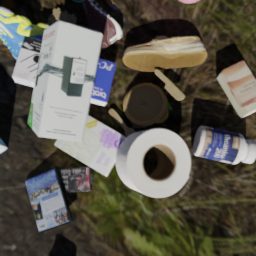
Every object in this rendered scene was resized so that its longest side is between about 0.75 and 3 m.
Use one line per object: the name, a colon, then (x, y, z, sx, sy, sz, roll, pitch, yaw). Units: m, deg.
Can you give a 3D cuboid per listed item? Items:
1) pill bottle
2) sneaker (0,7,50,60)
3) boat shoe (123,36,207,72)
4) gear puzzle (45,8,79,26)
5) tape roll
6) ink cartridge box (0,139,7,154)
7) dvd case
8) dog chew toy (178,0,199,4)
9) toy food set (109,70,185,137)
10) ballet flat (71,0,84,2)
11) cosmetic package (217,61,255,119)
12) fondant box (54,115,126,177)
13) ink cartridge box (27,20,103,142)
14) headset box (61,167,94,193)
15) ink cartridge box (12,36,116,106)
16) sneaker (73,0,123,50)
pill bottle: (2.970, 0.573, 8.637, 1.746, 0.969, 0.969, 12, 78, 2)
sneaker: (-3.903, -3.055, 9.414, 2.791, 1.057, 1.466, 16, 78, 2)
boat shoe: (1.181, -2.575, 9.403, 2.779, 1.025, 0.961, -3, 66, -5)
gear puzzle: (-2.158, -3.622, 9.790, 1.557, 0.204, 0.807, 29, 89, 22)
tape roll: (0.676, 0.989, 8.134, 1.896, 1.302, 1.896, 1, 86, -17)
ink cartridge box: (-5.214, 0.047, 8.482, 1.542, 1.502, 2.399, -38, 80, -8)
dvd case: (-2.419, 2.202, 8.502, 1.196, 0.147, 1.676, -23, 77, 16)
dog chew toy: (1.780, -5.481, 9.827, 1.473, 1.473, 2.366, -42, 73, -9)
toy food set: (0.586, -0.720, 9.268, 2.257, 0.453, 1.558, -40, 74, 1)
ballet flat: (-2.482, -4.883, 9.399, 2.706, 0.988, 0.988, 22, 77, 30)
cosmetic package: (3.742, -1.244, 9.183, 0.841, 0.709, 1.626, -27, 79, -6)
fondant box: (-1.142, 0.476, 8.881, 1.888, 0.550, 1.362, 30, 79, 5)
ink cartridge box: (-1.759, -1.217, 7.448, 1.152, 2.032, 2.772, 9, 96, -28)
headset box: (-1.567, 1.613, 8.716, 0.989, 0.371, 0.735, -4, 77, -1)
ink cartridge box: (-1.973, -1.762, 8.958, 2.947, 0.651, 1.385, 14, 80, -12)
sneaker: (-1.431, -3.628, 9.642, 2.386, 0.903, 1.378, 44, 84, 8)
